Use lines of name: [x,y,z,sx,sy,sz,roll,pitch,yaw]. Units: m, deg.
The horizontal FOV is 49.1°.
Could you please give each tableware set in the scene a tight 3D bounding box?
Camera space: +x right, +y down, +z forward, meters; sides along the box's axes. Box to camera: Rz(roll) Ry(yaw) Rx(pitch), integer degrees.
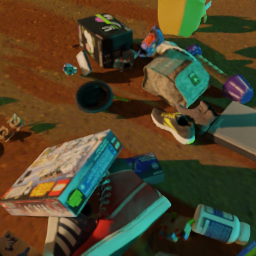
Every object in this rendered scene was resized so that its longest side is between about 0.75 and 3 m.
tableware set: [-3.417,-0.023,8.053,0.534,0.162,0.808,30,67,23]

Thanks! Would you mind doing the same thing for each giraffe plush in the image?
giraffe plush: [2.671,-5.498,12.895,1.549,1.648,1.910,23,43,34]

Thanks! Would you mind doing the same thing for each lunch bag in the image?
lunch bag: [1.634,-1.590,9.159,1.866,1.097,1.530,35,57,21]

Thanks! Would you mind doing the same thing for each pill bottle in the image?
pill bottle: [1.922,2.036,5.831,1.057,0.586,0.586,18,47,9]

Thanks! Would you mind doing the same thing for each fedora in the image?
fedora: [-1.052,-0.886,8.731,1.182,0.540,1.182,1,72,-3]

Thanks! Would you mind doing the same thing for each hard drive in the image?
hard drive: [-1.564,-2.294,9.957,0.145,0.764,0.534,-24,6,-33]
hard drive: [3.639,0.238,7.739,2.419,0.398,1.688,28,52,29]

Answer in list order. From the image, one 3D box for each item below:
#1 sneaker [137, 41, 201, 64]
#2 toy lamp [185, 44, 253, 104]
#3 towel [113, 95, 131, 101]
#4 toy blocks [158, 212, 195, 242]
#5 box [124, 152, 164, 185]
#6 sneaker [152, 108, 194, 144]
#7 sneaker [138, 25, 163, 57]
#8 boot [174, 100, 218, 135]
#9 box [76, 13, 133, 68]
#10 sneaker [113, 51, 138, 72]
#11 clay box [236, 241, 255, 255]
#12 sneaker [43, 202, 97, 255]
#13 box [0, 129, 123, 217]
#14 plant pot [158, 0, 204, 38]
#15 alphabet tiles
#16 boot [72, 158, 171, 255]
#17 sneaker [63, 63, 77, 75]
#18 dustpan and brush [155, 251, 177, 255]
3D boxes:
sneaker: [1.652,-2.796,10.451,2.573,0.999,1.111,30,49,26]
toy lamp: [3.036,-1.865,9.642,0.869,0.869,2.984,-18,45,-18]
towel: [-0.385,-1.021,9.147,0.935,0.084,0.403,16,17,18]
toy blocks: [0.965,2.105,5.841,0.792,0.396,0.541,-2,43,43]
box: [0.266,1.087,6.949,1.044,0.411,0.736,-14,49,-13]
sneaker: [1.332,-0.225,8.067,0.589,0.669,1.582,-31,54,-30]
sneaker: [0.691,-2.638,8.787,0.534,1.361,0.513,-28,74,-23]
boot: [1.930,-0.494,7.932,0.437,0.825,1.253,-17,53,-43]
box: [-0.913,-3.475,10.958,1.436,1.202,1.934,-25,51,-23]
sneaker: [0.013,-2.463,10.563,1.160,0.460,0.554,-38,68,-23]
clay box: [2.583,3.010,5.011,0.954,0.395,1.660,-26,50,-24]
sneaker: [-0.985,2.212,5.222,1.010,0.896,2.390,-2,31,-9]
box: [-1.486,1.003,5.927,2.567,0.512,1.757,-16,29,44]
plant pot: [1.834,-3.988,10.175,1.224,1.260,1.232,22,22,39]
alphabet tiles: [-2.202,2.814,4.488,1.751,0.067,2.105,39,41,-7]
boot: [-0.505,1.534,5.517,1.836,0.922,2.545,43,36,18]
sneaker: [-2.115,-2.071,9.834,0.394,0.347,0.883,29,10,3]
dustpan and brush: [0.870,3.307,4.685,1.447,0.593,2.073,5,37,24]
